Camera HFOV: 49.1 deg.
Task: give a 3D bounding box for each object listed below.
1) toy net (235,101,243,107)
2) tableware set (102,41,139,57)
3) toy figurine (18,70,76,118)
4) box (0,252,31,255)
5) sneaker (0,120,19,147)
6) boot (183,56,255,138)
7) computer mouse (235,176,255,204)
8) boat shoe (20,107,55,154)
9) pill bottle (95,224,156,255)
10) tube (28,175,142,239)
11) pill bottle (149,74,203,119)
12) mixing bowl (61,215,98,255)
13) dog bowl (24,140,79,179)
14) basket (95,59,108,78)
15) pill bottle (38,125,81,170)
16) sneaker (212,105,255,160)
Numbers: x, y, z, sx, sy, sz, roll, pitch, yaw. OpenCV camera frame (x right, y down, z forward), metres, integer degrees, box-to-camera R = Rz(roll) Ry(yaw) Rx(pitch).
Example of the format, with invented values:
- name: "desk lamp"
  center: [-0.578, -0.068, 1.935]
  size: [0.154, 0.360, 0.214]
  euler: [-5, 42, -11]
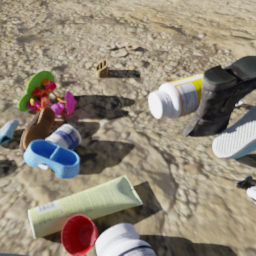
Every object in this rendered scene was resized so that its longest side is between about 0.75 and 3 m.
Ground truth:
- name: "toy net"
  center: [3.841, -1.022, 11.228]
  size: [1.373, 0.265, 0.720]
  euler: [5, 37, 3]
- name: "tableware set"
  center: [-0.401, -4.391, 15.337]
  size: [1.841, 0.214, 1.538]
  euler: [-32, 49, -33]
- name: "toy figurine"
  center: [-2.885, -1.000, 10.601]
  size: [1.758, 1.434, 1.911]
  euler: [31, 70, 20]
- name: "box"
  center: [-1.980, 3.560, 5.348]
  size: [2.566, 0.590, 2.040]
  euler: [4, 40, 5]
- name: "sneaker"
  center: [-4.101, 0.220, 9.606]
  size: [0.511, 0.461, 1.247]
  euler: [27, 52, 13]
- name: "boot"
  center: [2.923, -0.760, 8.037]
  size: [2.651, 2.308, 0.918]
  euler: [-12, 48, -11]
- name: "computer mouse"
  center: [3.553, 1.805, 7.769]
  size: [0.610, 0.244, 1.113]
  euler: [-17, 42, -22]
- name: "boat shoe"
  center: [-3.103, 0.172, 9.471]
  size: [0.760, 0.761, 2.163]
  euler: [-28, 27, 27]
- name: "pill bottle"
  center: [0.159, 3.031, 5.537]
  size: [1.198, 1.198, 2.071]
  euler: [-17, 41, -20]
- name: "tube"
  center: [-1.078, 2.029, 7.233]
  size: [2.786, 0.723, 0.808]
  euler: [-15, 85, -22]
- name: "pill bottle"
  center: [1.733, -0.953, 8.747]
  size: [2.081, 1.137, 1.137]
  euler: [-17, 42, -19]
- name: "mixing bowl"
  center: [-1.017, 2.439, 6.359]
  size: [0.867, 0.470, 0.867]
  euler: [-9, 67, 21]
- name: "dog bowl"
  center: [-1.568, 0.630, 5.894]
  size: [1.199, 0.297, 0.669]
  euler: [23, 31, -2]
- name: "basket"
  center: [-1.245, -2.796, 13.080]
  size: [0.591, 0.617, 0.828]
  euler: [-2, 40, -3]
- name: "pill bottle"
  center: [-2.231, 0.612, 8.776]
  size: [0.816, 0.816, 1.469]
  euler: [22, 45, 25]
- name: "sneaker"
  center: [3.809, 0.038, 8.261]
  size: [2.728, 1.118, 1.008]
  euler: [-33, 62, 22]
